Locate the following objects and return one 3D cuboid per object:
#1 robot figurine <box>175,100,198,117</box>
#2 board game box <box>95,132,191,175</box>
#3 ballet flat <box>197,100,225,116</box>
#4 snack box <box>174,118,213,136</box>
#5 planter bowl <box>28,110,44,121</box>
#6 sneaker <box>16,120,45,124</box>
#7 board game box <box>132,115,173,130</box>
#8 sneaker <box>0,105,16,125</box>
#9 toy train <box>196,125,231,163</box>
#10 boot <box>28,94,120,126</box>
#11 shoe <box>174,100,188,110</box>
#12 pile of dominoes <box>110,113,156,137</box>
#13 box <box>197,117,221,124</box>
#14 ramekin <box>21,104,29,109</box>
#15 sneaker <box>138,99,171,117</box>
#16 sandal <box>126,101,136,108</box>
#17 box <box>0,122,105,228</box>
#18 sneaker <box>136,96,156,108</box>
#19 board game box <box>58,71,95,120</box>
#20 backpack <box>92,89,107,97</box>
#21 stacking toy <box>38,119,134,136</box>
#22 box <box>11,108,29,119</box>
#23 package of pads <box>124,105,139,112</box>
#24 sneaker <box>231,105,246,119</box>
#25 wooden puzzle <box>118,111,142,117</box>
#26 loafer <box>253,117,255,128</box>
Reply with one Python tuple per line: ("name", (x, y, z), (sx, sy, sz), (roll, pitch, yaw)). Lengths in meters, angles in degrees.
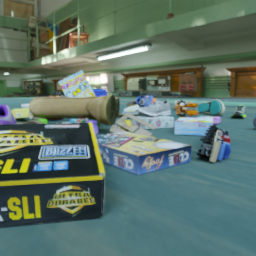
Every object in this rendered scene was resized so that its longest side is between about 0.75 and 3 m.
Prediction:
("robot figurine", (2.997, -0.980, 14.574), (1.253, 0.908, 0.365), (2, 14, 33))
("board game box", (0.058, 0.480, 6.283), (1.503, 0.384, 2.218), (-6, 11, -38))
("ballet flat", (4.935, -1.131, 15.962), (0.944, 0.944, 2.718), (-2, 9, -12))
("snack box", (2.306, -0.068, 9.756), (1.216, 0.488, 1.442), (2, 7, 17))
("planter bowl", (-4.067, -0.626, 12.407), (0.547, 0.813, 0.813), (-3, 8, -40))
("sneaker", (-2.379, 0.125, 7.522), (2.117, 0.746, 0.800), (8, 10, 42))
("board game box", (0.970, -0.240, 11.163), (1.359, 0.437, 1.003), (-3, 8, -31))
("sneaker", (-2.980, 0.143, 5.613), (0.863, 0.949, 2.146), (7, 27, 10))
("toy train", (2.204, 0.354, 6.987), (0.676, 0.504, 2.952), (16, 12, 18))
("boot", (-1.773, -0.571, 8.851), (2.803, 0.927, 2.454), (1, 3, 5))
("shoe", (3.692, -1.576, 19.388), (0.957, 0.730, 2.737), (1, 8, 7))
("pile of dominoes", (0.119, 0.087, 8.007), (1.206, 0.192, 0.940), (28, 54, 35))
("box", (3.580, -0.352, 12.406), (0.868, 0.248, 1.269), (3, 6, 26))
("ramekin", (-5.221, -0.986, 15.593), (1.386, 0.646, 1.386), (1, 8, 0))
("sneaker", (1.039, -0.822, 11.267), (1.694, 0.694, 0.633), (-7, 11, -44))
("sandal", (0.596, -1.798, 20.746), (1.728, 0.706, 0.472), (-5, 2, 26))
("box", (-1.762, 0.523, 3.980), (2.664, 0.657, 2.127), (-1, 20, -11))
("sneaker", (1.045, -1.725, 18.293), (1.132, 1.087, 2.885), (18, 3, -8))
("board game box", (-1.799, -1.112, 10.971), (1.035, 1.973, 1.016), (-28, 12, -6))
("backpack", (-2.150, -1.275, 14.189), (1.607, 1.557, 1.916), (-1, 6, -44))
("stacking toy", (-1.451, 0.052, 8.757), (2.092, 0.652, 2.775), (-4, 7, -36))
("box", (-5.156, -0.666, 13.301), (0.664, 0.442, 1.764), (-7, 4, -30))
("package of pads", (0.200, -1.093, 16.677), (0.934, 0.319, 0.722), (-18, 8, 2))
("sneaker", (5.679, -0.838, 14.405), (0.637, 0.696, 1.634), (4, 10, 27))
("wooden puzzle", (0.211, -0.733, 14.682), (2.321, 0.163, 1.377), (-2, -2, -11))
("loafer", (5.296, -0.131, 9.757), (0.568, 0.648, 1.803), (4, 6, -32))
